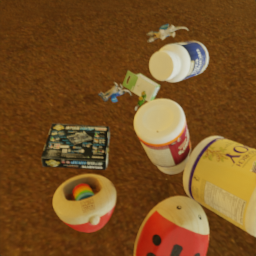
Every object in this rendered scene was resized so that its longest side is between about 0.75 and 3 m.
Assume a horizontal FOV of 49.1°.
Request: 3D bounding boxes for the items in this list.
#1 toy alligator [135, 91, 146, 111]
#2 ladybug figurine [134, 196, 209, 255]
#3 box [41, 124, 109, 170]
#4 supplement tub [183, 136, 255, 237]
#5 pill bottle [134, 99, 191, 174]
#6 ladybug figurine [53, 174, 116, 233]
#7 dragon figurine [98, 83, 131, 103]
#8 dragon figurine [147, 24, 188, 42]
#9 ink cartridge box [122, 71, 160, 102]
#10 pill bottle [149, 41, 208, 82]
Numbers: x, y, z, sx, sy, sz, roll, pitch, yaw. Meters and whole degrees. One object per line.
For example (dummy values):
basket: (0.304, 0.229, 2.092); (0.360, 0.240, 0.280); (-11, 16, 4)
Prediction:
toy alligator: (0.548, -1.072, 11.128); (0.225, 0.311, 0.938); (17, 72, 23)
ladybug figurine: (1.095, 3.064, 7.062); (1.803, 0.955, 2.656); (20, 93, 2)
box: (-1.769, 0.625, 9.820); (2.155, 0.496, 1.713); (3, 42, -2)
supplement tub: (3.192, 1.596, 7.608); (2.094, 2.094, 2.880); (-36, 37, -25)
pill bottle: (1.135, 0.387, 8.414); (1.391, 2.540, 1.391); (-9, 57, 14)
ladybug figurine: (-1.143, 2.048, 7.618); (1.686, 0.893, 2.484); (-15, 15, -12)
dragon figurine: (-0.428, -1.075, 8.929); (0.638, 1.283, 0.378); (-41, 74, 21)
dragon figurine: (1.448, -3.671, 10.696); (1.532, 0.451, 0.762); (-22, 26, -1)
ink cartridge box: (0.535, -1.774, 11.734); (1.427, 0.741, 0.423); (34, 33, 16)
pill bottle: (2.048, -2.673, 11.374); (1.492, 1.492, 2.687); (35, 37, 25)
